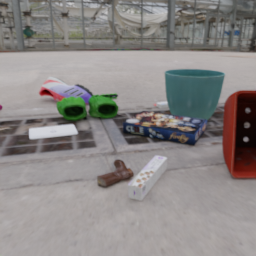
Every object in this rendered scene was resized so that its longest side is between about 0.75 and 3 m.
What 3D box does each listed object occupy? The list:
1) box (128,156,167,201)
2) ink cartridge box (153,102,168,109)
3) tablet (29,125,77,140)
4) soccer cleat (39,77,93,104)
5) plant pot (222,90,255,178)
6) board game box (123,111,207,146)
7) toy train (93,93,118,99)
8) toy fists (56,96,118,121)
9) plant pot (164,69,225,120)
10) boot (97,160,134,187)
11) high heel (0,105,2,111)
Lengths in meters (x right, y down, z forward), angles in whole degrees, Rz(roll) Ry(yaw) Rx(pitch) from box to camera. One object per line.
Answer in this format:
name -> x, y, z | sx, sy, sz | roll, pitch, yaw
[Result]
box -> 0.447, 1.017, 5.924 | 0.292, 0.313, 1.509 | 8, 21, 25
ink cartridge box -> 1.551, -1.038, 12.078 | 0.781, 0.175, 0.688 | -8, 22, -24
tablet -> -2.383, 0.111, 8.871 | 1.429, 0.098, 0.930 | -7, 20, -17
soccer cleat -> -2.740, -1.477, 12.557 | 2.764, 0.943, 1.012 | 21, 61, 22
plant pot -> 3.160, 0.031, 6.694 | 1.880, 1.882, 1.658 | 0, 9, 0
board game box -> 1.180, -0.052, 8.865 | 2.264, 0.392, 1.534 | 9, 21, 25
toy train -> -1.138, -1.479, 13.243 | 1.334, 0.278, 0.376 | -6, 9, -17
toy fists -> -1.498, -0.748, 10.392 | 2.253, 0.775, 1.148 | -5, 27, -18
plant pot -> 2.337, -1.168, 10.140 | 2.087, 1.675, 2.087 | 0, 18, 0
boot -> -0.395, 0.991, 6.126 | 0.801, 0.257, 0.747 | -17, 25, -30
high heel -> -5.429, -0.745, 10.950 | 1.029, 0.347, 0.494 | -8, 5, 24
